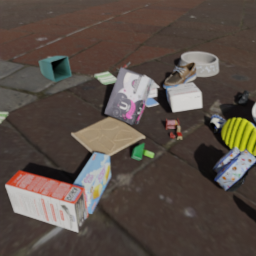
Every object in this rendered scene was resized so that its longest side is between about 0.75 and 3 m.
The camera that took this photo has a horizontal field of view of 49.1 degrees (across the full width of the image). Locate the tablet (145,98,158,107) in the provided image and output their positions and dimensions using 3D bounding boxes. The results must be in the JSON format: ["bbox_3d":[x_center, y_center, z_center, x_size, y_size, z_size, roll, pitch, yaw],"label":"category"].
[{"bbox_3d":[0.936,-1.228,12.961,0.579,0.061,0.889,-16,36,-21],"label":"tablet"}]

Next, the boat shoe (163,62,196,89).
[{"bbox_3d":[2.647,-2.730,14.387,0.936,0.938,2.591,24,41,31],"label":"boat shoe"}]

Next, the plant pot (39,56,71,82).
[{"bbox_3d":[-4.064,-3.278,15.125,1.554,1.098,1.098,20,38,38],"label":"plant pot"}]

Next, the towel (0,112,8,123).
[{"bbox_3d":[-5.540,-0.349,11.620,0.801,0.123,1.050,2,35,4],"label":"towel"}]

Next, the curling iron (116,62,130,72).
[{"bbox_3d":[-0.233,-3.581,16.316,0.377,0.194,1.521,15,37,22],"label":"curling iron"}]

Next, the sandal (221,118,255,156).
[{"bbox_3d":[4.550,0.569,9.557,1.290,1.178,2.964,15,13,-43],"label":"sandal"}]

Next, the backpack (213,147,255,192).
[{"bbox_3d":[3.081,1.232,8.214,0.964,1.251,1.192,36,51,20],"label":"backpack"}]

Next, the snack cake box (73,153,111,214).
[{"bbox_3d":[-1.017,1.552,8.102,0.523,0.896,1.558,10,35,15],"label":"snack cake box"}]

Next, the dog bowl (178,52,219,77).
[{"bbox_3d":[4.037,-3.707,16.071,2.362,0.693,2.362,0,33,0],"label":"dog bowl"}]

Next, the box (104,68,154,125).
[{"bbox_3d":[0.067,-1.196,10.898,1.245,1.884,1.081,23,9,13],"label":"box"}]

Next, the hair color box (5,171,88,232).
[{"bbox_3d":[-2.109,1.919,7.384,1.986,1.101,0.635,12,36,16],"label":"hair color box"}]

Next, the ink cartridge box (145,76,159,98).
[{"bbox_3d":[0.645,-1.851,13.185,1.083,0.638,1.881,-12,29,-13],"label":"ink cartridge box"}]

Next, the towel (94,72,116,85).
[{"bbox_3d":[-1.181,-2.675,15.027,0.931,0.143,1.220,-17,38,-25],"label":"towel"}]

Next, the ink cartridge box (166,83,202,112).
[{"bbox_3d":[2.366,-1.352,12.071,1.255,0.736,1.714,-8,23,4],"label":"ink cartridge box"}]

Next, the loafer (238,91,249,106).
[{"bbox_3d":[5.318,-1.413,12.927,0.408,0.395,1.163,20,42,13],"label":"loafer"}]

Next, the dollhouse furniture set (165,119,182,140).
[{"bbox_3d":[1.757,0.032,10.802,0.505,0.382,0.938,-1,34,-3],"label":"dollhouse furniture set"}]

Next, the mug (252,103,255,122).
[{"bbox_3d":[5.375,-0.267,9.882,1.632,1.374,1.861,20,37,-22],"label":"mug"}]

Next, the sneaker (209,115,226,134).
[{"bbox_3d":[3.672,-0.004,10.865,1.196,0.483,0.691,23,52,25],"label":"sneaker"}]

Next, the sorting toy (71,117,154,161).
[{"bbox_3d":[-0.465,0.547,10.029,2.102,0.419,2.844,-23,39,-31],"label":"sorting toy"}]
